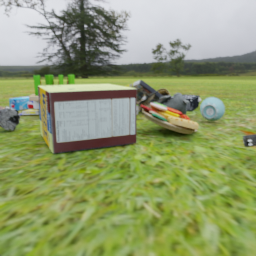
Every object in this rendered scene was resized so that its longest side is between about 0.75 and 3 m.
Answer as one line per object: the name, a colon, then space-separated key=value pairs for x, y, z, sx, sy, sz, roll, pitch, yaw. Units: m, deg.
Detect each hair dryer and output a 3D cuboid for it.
hair dryer: x=3.641 y=0.711 z=5.793 sx=2.259 sy=0.614 sz=1.721 roll=-3 pitch=30 yaw=7

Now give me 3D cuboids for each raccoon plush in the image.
raccoon plush: x=-4.307 y=-0.452 z=9.250 sx=1.038 sy=0.750 sz=1.549 roll=21 pitch=1 yaw=44

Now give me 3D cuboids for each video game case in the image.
video game case: x=0.742 y=-1.509 z=13.121 sx=1.786 sy=0.228 sz=1.614 roll=32 pitch=-23 yaw=-28

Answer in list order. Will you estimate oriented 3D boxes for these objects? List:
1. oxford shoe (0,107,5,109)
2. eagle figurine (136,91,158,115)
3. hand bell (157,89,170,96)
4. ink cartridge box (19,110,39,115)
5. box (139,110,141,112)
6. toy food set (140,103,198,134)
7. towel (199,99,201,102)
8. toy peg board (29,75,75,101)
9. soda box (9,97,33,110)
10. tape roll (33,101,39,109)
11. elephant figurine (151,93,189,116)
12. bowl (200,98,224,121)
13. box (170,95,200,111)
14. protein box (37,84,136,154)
oxford shoe: x=-5.098 y=-0.582 z=10.761 sx=0.614 sy=0.601 sz=1.685 roll=23 pitch=-9 yaw=-27
eagle figurine: x=0.796 y=-1.098 z=12.481 sx=1.333 sy=1.006 sz=1.011 roll=-3 pitch=1 yaw=23
hand bell: x=2.307 y=-1.440 z=15.065 sx=1.037 sy=1.037 sz=1.992 roll=10 pitch=3 yaw=38
ink cartridge box: x=-4.398 y=-0.714 z=12.570 sx=0.910 sy=0.214 sz=0.900 roll=1 pitch=9 yaw=-5
box: x=0.506 y=-0.922 z=13.603 sx=0.819 sy=0.202 sz=0.654 roll=5 pitch=12 yaw=22
toy food set: x=1.337 y=-0.334 z=9.078 sx=1.926 sy=0.473 sz=1.945 roll=22 pitch=14 yaw=11
towel: x=3.347 y=-1.598 z=16.519 sx=1.710 sy=0.295 sz=1.134 roll=7 pitch=16 yaw=26
toy peg board: x=-3.224 y=-1.796 z=12.375 sx=2.124 sy=1.039 sz=2.116 roll=-3 pitch=10 yaw=-15
soda box: x=-5.164 y=-1.289 z=14.414 sx=0.593 sy=0.561 sz=1.749 roll=8 pitch=15 yaw=34
tape roll: x=-3.347 y=-1.225 z=13.857 sx=2.595 sy=0.474 sz=2.595 roll=0 pitch=7 yaw=0
elephant figurine: x=1.627 y=-0.840 z=11.762 sx=1.550 sy=1.202 sz=1.097 roll=-10 pitch=44 yaw=-3
bowl: x=3.144 y=-0.665 z=10.659 sx=0.936 sy=0.936 sz=0.489 roll=7 pitch=16 yaw=28
box: x=2.890 y=-1.303 z=14.259 sx=1.181 sy=0.660 sz=1.673 roll=9 pitch=15 yaw=23
protein box: x=-1.251 y=-0.409 z=8.046 sx=2.282 sy=1.540 sz=2.266 roll=-5 pitch=13 yaw=-23
